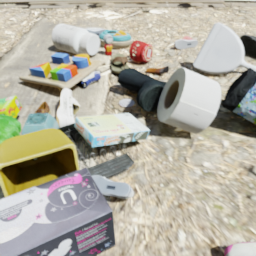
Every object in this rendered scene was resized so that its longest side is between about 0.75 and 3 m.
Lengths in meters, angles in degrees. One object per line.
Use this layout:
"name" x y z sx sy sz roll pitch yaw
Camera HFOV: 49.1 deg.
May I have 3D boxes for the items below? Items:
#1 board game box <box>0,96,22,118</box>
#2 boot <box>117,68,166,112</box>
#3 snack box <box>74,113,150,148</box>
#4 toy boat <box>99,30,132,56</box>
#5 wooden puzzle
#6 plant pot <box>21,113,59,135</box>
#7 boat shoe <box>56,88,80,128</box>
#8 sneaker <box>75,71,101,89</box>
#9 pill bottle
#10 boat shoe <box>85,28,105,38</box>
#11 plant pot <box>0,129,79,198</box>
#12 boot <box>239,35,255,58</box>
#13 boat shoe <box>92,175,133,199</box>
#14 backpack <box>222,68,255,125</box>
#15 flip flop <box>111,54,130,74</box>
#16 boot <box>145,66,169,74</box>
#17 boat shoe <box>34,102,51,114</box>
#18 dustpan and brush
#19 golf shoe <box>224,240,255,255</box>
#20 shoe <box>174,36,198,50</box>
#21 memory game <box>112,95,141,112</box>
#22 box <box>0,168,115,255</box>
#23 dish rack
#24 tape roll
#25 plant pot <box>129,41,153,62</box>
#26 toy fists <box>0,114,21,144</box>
"board game box" -4.373 -0.362 8.547 1.958 0.466 0.994 -12 33 7
"boot" 0.368 -1.405 9.801 1.969 0.895 2.344 25 27 26
"snack box" -0.425 0.021 7.675 1.807 0.335 1.050 -6 33 -36
"toy boat" -0.733 -4.439 14.042 1.790 0.990 2.130 9 37 11
"wooden puzzle" -2.640 -2.459 11.325 2.517 0.629 2.717 14 38 30
"plant pot" -2.476 0.123 7.901 0.958 0.976 0.956 -1 36 -1
"boat shoe" -1.916 -0.648 9.214 0.670 0.684 1.932 -2 41 -4
"sneaker" -1.603 -1.829 11.038 1.118 0.452 0.646 -13 41 -5
"pill bottle" -2.501 -4.209 13.508 2.172 1.242 1.242 22 42 27
"boat shoe" -2.077 -5.279 15.475 1.747 0.645 0.745 -20 41 -28
"plant pot" -2.106 0.870 6.503 1.585 1.574 1.621 -17 32 -21
"boot" 7.099 -4.153 13.688 2.681 0.880 2.210 -27 56 -25
"boat shoe" -0.408 1.420 6.538 1.206 0.514 0.446 3 60 26
"backpack" 4.407 -0.732 8.367 2.540 1.953 2.072 43 39 4
"flip flop" -0.335 -2.914 12.303 0.855 0.607 2.108 -4 37 -6
"boot" 1.279 -2.498 12.120 0.837 0.287 0.788 10 35 32
"boat shoe" -2.867 -0.403 9.039 0.461 0.433 1.282 3 35 3
"dustpan and brush" 4.372 -2.830 11.595 2.844 1.985 0.814 28 19 3
"golf shoe" 2.622 2.547 4.918 1.785 0.672 0.817 9 41 13
"shoe" 2.860 -4.400 14.447 1.396 0.499 0.635 -10 36 -22
"memory game" -0.033 -0.865 9.993 1.101 0.070 1.101 0 37 0
"box" -1.449 1.864 5.362 2.056 1.180 1.359 -18 40 -23
"dish rack" -0.876 0.547 7.677 1.618 0.575 2.109 -20 41 -23
"tape roll" 1.749 -0.784 8.260 1.163 1.694 1.694 19 34 -15
"plant pot" 0.615 -3.436 12.664 0.833 0.915 0.915 24 43 37
"toy fists" -3.565 0.554 7.106 1.051 0.709 2.061 24 64 28
